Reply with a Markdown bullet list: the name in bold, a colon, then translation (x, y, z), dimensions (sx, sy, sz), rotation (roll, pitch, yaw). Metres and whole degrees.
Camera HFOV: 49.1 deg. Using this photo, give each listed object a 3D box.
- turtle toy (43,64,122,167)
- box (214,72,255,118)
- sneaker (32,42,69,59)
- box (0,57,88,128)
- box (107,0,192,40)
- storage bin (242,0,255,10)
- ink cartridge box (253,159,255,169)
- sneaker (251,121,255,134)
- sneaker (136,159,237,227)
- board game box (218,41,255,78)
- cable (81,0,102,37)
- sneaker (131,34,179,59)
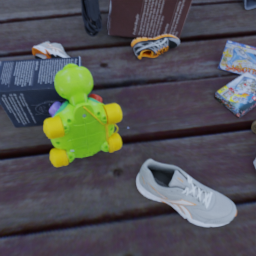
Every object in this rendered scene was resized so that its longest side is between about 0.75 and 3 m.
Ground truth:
- **turtle toy**: translation (-1.270, -0.300, 7.404), dimensions (2.009, 2.756, 1.393), rotation (-14, 44, -18)
- **box**: translation (3.860, -1.136, 9.382), dimensions (1.611, 0.304, 1.100), rotation (-31, 61, -21)
- **sneaker**: translation (-2.530, -2.707, 10.253), dimensions (1.948, 0.737, 0.896), rotation (27, 56, 16)
- **box**: translation (-2.470, -1.042, 8.452), dimensions (2.335, 1.733, 1.250), rotation (-3, 57, -3)
- **box**: translation (0.761, -5.047, 10.621), dimensions (2.884, 2.393, 2.369), rotation (5, 56, -7)
- **storage bin**: translation (5.354, -5.922, 12.105), dimensions (0.866, 1.190, 0.799), rotation (-14, 48, 9)
- **ink cartridge box**: translation (4.585, 1.244, 7.461), dimensions (1.890, 0.809, 1.395), rotation (-4, 56, -5)
- **sneaker**: translation (4.631, 0.008, 8.540), dimensions (1.631, 0.547, 0.732), rotation (16, 42, 16)
- **sneaker**: translation (1.421, 1.603, 6.967), dimensions (2.641, 1.215, 1.000), rotation (19, 59, 12)
- **board game box**: translation (4.036, -2.359, 9.804), dimensions (1.489, 1.008, 0.256), rotation (19, 44, 13)
- **cable**: translation (-1.402, -4.625, 10.051), dimensions (0.679, 2.673, 2.181), rotation (-10, 65, -1)
- **sneaker**: translation (1.053, -2.993, 10.517), dimensions (1.827, 0.715, 0.706), rotation (-10, 72, -4)
